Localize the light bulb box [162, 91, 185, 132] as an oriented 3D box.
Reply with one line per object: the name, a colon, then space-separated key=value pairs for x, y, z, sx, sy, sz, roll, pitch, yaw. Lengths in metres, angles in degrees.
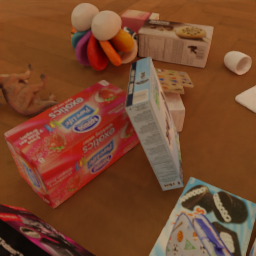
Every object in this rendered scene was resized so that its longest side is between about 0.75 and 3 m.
light bulb box: x=0.792 y=-0.579 z=8.091 sx=1.350 sy=0.843 sz=1.338 roll=-3 pitch=42 yaw=-4

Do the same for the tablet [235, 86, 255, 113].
tablet: x=4.797 y=-0.576 z=8.603 sx=1.648 sy=0.173 sz=2.532 roll=-25 pitch=47 yaw=-25

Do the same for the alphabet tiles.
alphabet tiles: x=1.002 y=-1.468 z=8.409 sx=1.833 sy=0.083 sz=2.192 roll=7 pitch=27 yaw=-1

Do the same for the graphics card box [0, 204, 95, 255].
graphics card box: x=-1.554 y=2.029 z=4.747 sx=2.276 sy=1.428 sz=0.579 roll=24 pitch=77 yaw=24

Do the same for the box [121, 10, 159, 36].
box: x=0.524 y=-4.713 z=12.680 sx=1.520 sy=0.828 sz=0.972 roll=14 pitch=44 yaw=15

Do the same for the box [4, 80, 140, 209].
box: x=-1.122 y=0.248 z=6.711 sx=1.405 sy=1.467 sz=2.942 roll=32 pitch=51 yaw=31

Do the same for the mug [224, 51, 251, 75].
mug: x=4.055 y=-2.416 z=10.340 sx=0.944 sy=0.697 sz=0.828 roll=13 pitch=26 yaw=-33

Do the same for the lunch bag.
lunch bag: x=1.002 y=1.877 z=3.933 sx=0.495 sy=1.051 sz=1.311 roll=14 pitch=16 yaw=-16

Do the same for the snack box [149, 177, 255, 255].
snack box: x=1.385 y=2.200 z=5.281 sx=1.480 sy=0.473 sz=2.548 roll=21 pitch=46 yaw=22

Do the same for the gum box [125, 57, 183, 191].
gum box: x=0.634 y=-0.114 z=6.160 sx=0.505 sy=2.269 sz=1.927 roll=-15 pitch=33 yaw=15

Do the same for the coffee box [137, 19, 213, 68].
coffee box: x=1.823 y=-3.368 z=11.005 sx=2.689 sy=1.073 sz=1.520 roll=13 pitch=44 yaw=14

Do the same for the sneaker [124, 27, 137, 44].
sneaker: x=0.122 y=-3.884 z=11.976 sx=0.525 sy=0.518 sz=1.322 roll=-14 pitch=51 yaw=10

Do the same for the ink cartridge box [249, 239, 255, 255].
ink cartridge box: x=3.053 y=1.627 z=4.855 sx=1.110 sy=1.895 sz=2.623 roll=27 pitch=48 yaw=27

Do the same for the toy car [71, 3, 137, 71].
toy car: x=-1.069 y=-3.074 z=10.245 sx=2.547 sy=2.229 sz=1.910 roll=33 pitch=87 yaw=32

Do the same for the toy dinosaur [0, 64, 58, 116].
toy dinosaur: x=-3.324 y=-0.947 z=8.432 sx=2.590 sy=1.111 sz=1.755 roll=34 pitch=61 yaw=13

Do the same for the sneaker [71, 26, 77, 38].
sneaker: x=-1.272 y=-3.957 z=11.718 sx=2.222 sy=1.000 sz=0.777 roll=-12 pitch=43 yaw=-13
